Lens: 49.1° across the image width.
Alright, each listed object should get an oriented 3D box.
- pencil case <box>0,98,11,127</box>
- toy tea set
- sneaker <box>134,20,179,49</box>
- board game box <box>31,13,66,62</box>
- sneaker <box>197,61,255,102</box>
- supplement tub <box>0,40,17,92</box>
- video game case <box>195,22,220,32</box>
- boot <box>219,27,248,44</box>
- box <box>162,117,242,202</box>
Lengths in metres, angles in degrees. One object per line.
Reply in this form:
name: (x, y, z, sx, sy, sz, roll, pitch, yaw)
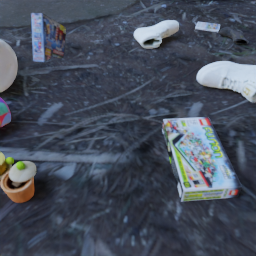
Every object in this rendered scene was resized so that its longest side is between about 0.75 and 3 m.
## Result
pencil case: (-4.195, -0.014, 7.195, 1.003, 1.003, 2.270, 29, 50, 29)
toy tea set: (-3.477, 1.016, 5.910, 2.960, 1.096, 1.760, -12, 43, -14)
sneaker: (1.350, -3.830, 11.692, 1.986, 0.732, 1.148, -17, 45, -5)
board game box: (-1.979, -2.102, 6.879, 0.324, 1.051, 1.052, 9, 3, 18)
sneaker: (3.470, -1.442, 8.851, 2.335, 0.860, 1.350, -2, 39, -4)
supplement tub: (-4.971, -2.246, 8.991, 2.453, 1.784, 1.784, 26, 48, 30)
video game case: (3.731, -4.732, 13.103, 1.040, 0.094, 0.745, 14, 43, 15)
boot: (4.513, -3.914, 11.972, 1.103, 0.382, 0.961, 7, 42, 4)
box: (1.666, 0.648, 6.841, 1.291, 0.407, 2.346, -4, 42, -4)
